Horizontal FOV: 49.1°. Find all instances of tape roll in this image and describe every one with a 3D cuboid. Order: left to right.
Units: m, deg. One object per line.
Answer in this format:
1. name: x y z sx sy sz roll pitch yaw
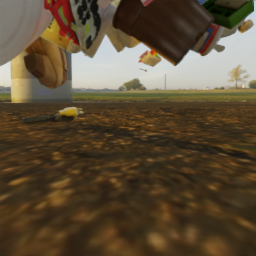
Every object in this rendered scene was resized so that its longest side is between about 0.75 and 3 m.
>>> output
1. tape roll: -2.787 -2.602 4.988 2.831 2.831 1.944 0 27 -5

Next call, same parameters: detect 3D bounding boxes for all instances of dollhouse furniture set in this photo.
1. dollhouse furniture set: 2.454 -3.421 5.953 2.150 1.409 1.079 -39 40 -4

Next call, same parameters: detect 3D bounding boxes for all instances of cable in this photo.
1. cable: -2.563 -0.457 9.496 1.981 0.499 0.962 -3 6 -27

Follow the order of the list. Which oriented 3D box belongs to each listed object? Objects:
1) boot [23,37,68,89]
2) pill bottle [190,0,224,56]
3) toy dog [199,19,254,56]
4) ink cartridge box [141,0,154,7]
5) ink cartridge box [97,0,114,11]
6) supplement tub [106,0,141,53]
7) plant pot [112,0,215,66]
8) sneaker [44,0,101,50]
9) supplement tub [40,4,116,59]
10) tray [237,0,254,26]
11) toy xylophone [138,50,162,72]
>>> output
1. boot: -2.748 -2.746 9.286 1.000 2.846 2.081 -1 2 13
2. pill bottle: 1.340 -2.996 7.598 2.340 1.313 1.313 21 5 -4
3. toy dog: 3.233 -3.387 9.845 2.101 1.385 1.012 -20 10 1
4. ink cartridge box: 0.845 -2.820 4.404 1.593 0.675 1.160 -45 18 -16
5. ink cartridge box: -0.169 -2.972 5.370 1.224 0.524 0.904 -36 25 28
6. supplement tub: 0.262 -3.589 8.938 2.232 1.618 1.618 -30 2 9
7. plant pot: 0.853 -2.434 6.265 1.724 1.742 1.742 39 9 1
8. sneaker: -0.823 -1.689 3.795 0.734 0.666 1.729 22 -20 3
9. supplement tub: -1.733 -3.107 7.390 2.503 1.808 1.808 25 0 -15
10. tray: 3.546 -3.952 8.833 0.718 1.338 0.148 21 40 8
11. toy xylophone: 0.826 -2.633 11.009 0.901 0.309 1.230 -35 -15 18
